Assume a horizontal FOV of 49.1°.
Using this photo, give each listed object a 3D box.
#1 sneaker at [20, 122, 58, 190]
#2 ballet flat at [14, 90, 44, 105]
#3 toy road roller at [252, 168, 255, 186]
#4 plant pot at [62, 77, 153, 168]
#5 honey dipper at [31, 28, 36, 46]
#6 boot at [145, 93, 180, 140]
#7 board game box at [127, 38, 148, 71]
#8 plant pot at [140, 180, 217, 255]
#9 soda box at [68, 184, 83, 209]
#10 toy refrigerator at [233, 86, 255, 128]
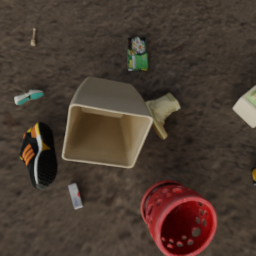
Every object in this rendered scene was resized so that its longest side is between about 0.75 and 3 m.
[{"bbox_3d":[-3.154,1.061,9.552,1.167,0.907,2.595,-29,50,19],"label":"sneaker"},{"bbox_3d":[-3.886,-1.267,10.924,1.142,0.396,0.396,-28,69,-26],"label":"ballet flat"},{"bbox_3d":[4.789,1.650,9.616,0.994,0.726,0.611,4,67,2],"label":"toy road roller"},{"bbox_3d":[-0.752,-0.353,9.433,2.425,2.422,2.147,9,42,-11],"label":"plant pot"},{"bbox_3d":[-4.162,-4.021,12.321,0.176,0.176,0.929,-5,65,-2],"label":"honey dipper"},{"bbox_3d":[1.426,-0.475,10.585,1.283,0.601,1.651,-22,64,-7],"label":"boot"},{"bbox_3d":[0.387,-3.158,11.948,0.853,0.191,1.628,0,67,-2],"label":"board game box"},{"bbox_3d":[1.400,2.574,8.346,1.878,1.710,1.878,-3,102,-14],"label":"plant pot"},{"bbox_3d":[-1.801,2.336,9.580,0.280,0.260,0.821,-18,68,-7],"label":"soda box"},{"bbox_3d":[5.548,-1.382,10.738,2.901,1.015,1.101,-36,72,-13],"label":"toy refrigerator"}]
